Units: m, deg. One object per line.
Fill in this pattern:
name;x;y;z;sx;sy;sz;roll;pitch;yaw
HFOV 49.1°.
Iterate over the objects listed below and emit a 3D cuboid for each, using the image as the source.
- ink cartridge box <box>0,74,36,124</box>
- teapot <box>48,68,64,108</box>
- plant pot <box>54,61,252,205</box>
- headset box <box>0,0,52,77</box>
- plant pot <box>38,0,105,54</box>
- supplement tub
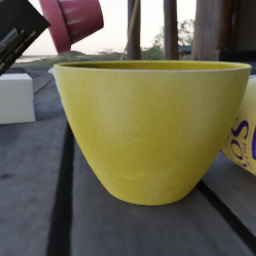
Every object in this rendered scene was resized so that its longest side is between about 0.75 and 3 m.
ink cartridge box;-4.043;-1.049;9.637;1.397;1.422;1.932;-7;16;-23
teapot;-1.494;-1.670;11.192;2.488;1.817;2.456;-12;19;-39
plant pot;0.342;-0.014;4.626;2.903;2.061;2.903;0;16;0
headset box;-2.605;-1.832;5.489;0.896;1.727;2.320;45;-4;-39
plant pot;-1.896;-3.805;9.566;1.874;2.094;2.094;-19;19;-9
supplement tub;2.712;0.113;4.637;1.806;1.806;2.485;-4;15;-13
